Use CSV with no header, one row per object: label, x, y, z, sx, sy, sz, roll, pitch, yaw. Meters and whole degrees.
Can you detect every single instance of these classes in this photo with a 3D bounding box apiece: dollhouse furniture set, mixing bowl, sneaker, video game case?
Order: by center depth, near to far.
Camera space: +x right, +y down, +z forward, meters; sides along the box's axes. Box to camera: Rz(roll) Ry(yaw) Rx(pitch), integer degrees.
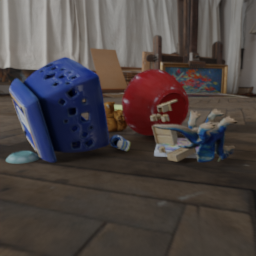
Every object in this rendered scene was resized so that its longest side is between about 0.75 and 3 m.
dollhouse furniture set,1.257,0.053,8.209,0.725,1.639,0.849,-21,10,-27
sneaker,-0.386,0.460,9.426,0.473,0.425,1.150,16,-1,-31
video game case,1.692,0.645,9.512,1.455,0.183,2.032,2,11,9
mixing bowl,1.302,-0.818,10.857,2.767,2.767,1.499,-5,17,-24

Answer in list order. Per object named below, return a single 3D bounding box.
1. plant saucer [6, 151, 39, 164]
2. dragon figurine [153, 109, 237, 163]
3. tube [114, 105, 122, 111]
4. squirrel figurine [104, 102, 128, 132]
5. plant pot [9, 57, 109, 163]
plant saucer,-3.165,0.848,8.413,0.958,0.185,0.958,0,9,0
dragon figurine,1.936,0.355,7.424,2.938,1.460,0.865,-10,34,-35
tube,-0.166,-0.793,14.861,2.778,0.806,0.721,5,-3,36
squirrel figurine,-0.643,-0.525,12.715,1.397,1.303,0.988,4,14,29
plant pot,-2.147,-0.527,8.517,2.152,2.394,2.394,-24,36,-24
